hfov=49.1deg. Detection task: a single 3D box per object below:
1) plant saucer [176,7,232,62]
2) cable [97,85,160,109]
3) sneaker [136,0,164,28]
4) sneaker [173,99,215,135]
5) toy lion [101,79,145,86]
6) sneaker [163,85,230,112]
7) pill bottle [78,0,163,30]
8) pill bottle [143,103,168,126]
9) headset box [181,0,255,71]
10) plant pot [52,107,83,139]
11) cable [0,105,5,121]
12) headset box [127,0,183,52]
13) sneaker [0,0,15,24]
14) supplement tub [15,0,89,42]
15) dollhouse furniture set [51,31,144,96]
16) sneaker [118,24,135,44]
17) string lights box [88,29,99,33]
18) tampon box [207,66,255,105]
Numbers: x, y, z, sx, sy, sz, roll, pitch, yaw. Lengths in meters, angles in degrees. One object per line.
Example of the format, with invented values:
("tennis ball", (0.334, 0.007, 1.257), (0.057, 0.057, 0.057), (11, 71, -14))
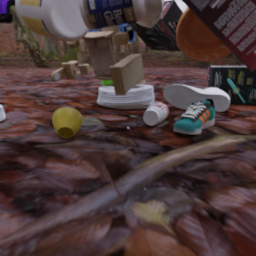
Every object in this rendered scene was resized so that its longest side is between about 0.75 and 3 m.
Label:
("plant saucer", (2.791, -3.314, 9.174), (2.529, 2.529, 0.473), (-2, 51, -7))
("cable", (-0.108, -1.554, 13.571), (2.747, 0.951, 2.746), (-8, 17, -28))
("sneaker", (0.476, -3.192, 7.326), (1.135, 1.196, 2.971), (-40, 28, 13))
("sneaker", (2.234, -0.433, 9.371), (0.874, 0.978, 2.449), (10, 18, 34))
("toy lion", (-0.437, -2.371, 13.919), (2.175, 0.779, 2.269), (-1, 11, 43))
("sneaker", (3.244, -1.418, 13.129), (2.969, 1.094, 1.716), (16, 18, 19))
("pill bottle", (-0.127, -2.559, 5.643), (1.599, 0.888, 0.888), (-7, 14, 11))
("pill bottle", (1.003, -0.485, 10.159), (0.671, 0.671, 1.225), (6, 16, 22))
("headset box", (2.469, -2.514, 6.388), (2.731, 1.055, 2.032), (46, 30, 4))
("plant pot", (-1.858, -0.058, 8.476), (0.924, 0.924, 0.656), (-1, 42, -4))
("cable", (-5.569, -0.535, 10.439), (1.788, 0.619, 1.787), (-10, 18, -32))
("headset box", (1.473, -4.191, 11.737), (1.934, 1.003, 2.598), (38, -8, -39))
("sneaker", (-3.778, -3.239, 8.042), (0.831, 1.671, 0.581), (39, -11, -27))
("supplement tub", (-1.862, -2.925, 6.923), (1.352, 1.352, 1.859), (-13, 30, -41))
("dollhouse furniture set", (-1.091, -1.950, 8.282), (2.760, 1.431, 1.222), (9, 35, 30))
("sneaker", (-0.143, -4.845, 12.786), (0.786, 2.126, 0.874), (-26, 36, -7))
("string lights box", (-1.442, -4.053, 11.304), (0.264, 0.895, 0.460), (25, 47, 30))
("tampon box", (5.379, -2.224, 14.325), (2.453, 1.838, 1.549), (3, 15, 9))
